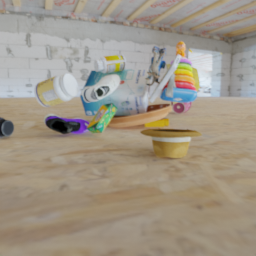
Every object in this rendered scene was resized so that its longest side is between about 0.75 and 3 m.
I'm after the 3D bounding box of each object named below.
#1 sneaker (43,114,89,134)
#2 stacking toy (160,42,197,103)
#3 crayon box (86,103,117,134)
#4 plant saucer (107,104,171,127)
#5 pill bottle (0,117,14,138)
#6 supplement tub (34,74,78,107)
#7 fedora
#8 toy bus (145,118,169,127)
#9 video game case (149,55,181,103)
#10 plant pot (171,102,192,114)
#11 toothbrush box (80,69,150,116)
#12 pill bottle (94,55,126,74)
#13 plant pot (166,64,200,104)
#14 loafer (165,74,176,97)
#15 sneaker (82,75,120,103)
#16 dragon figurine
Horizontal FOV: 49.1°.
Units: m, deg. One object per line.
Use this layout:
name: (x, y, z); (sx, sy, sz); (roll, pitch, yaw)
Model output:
sneaker: (-2.038, -0.021, 9.687); (1.657, 0.576, 0.824); (8, 15, -28)
stacking toy: (2.238, -2.470, 12.096); (1.445, 2.632, 1.528); (5, -9, -2)
crayon box: (-0.912, -0.332, 9.803); (0.324, 1.113, 0.661); (44, -28, -27)
plant saucer: (0.390, -0.522, 12.061); (2.990, 0.483, 2.990); (-12, 9, 2)
pill bottle: (-4.466, -0.021, 9.312); (1.256, 0.703, 0.703); (3, 9, 23)
supplement tub: (-2.719, -1.426, 10.631); (1.412, 1.026, 1.026); (-14, 2, 25)
fedora: (1.042, 0.367, 6.874); (1.613, 0.658, 1.613); (1, 3, 0)
toy bus: (1.220, -0.221, 11.891); (1.024, 0.333, 0.401); (0, 11, 6)
video game case: (1.457, -1.953, 11.024); (0.195, 1.703, 1.550); (32, 34, -2)
plant pot: (3.255, -1.429, 17.470); (1.283, 1.283, 1.149); (3, 26, 21)
toothbrush box: (-0.490, -1.600, 12.528); (2.764, 1.179, 2.023); (2, 44, 12)
pill bottle: (-0.803, -2.787, 12.256); (1.319, 0.720, 0.720); (-14, 14, -27)
plant pot: (2.691, -2.249, 13.567); (1.387, 1.954, 1.954); (-10, 7, 9)
loafer: (1.620, -1.559, 10.386); (0.304, 0.872, 0.305); (13, 5, -2)
sneaker: (-0.862, -1.547, 10.901); (0.788, 0.748, 1.957); (-6, 28, 46)
dragon figurine: (1.053, -2.250, 10.490); (0.590, 0.997, 2.004); (19, -13, 8)
